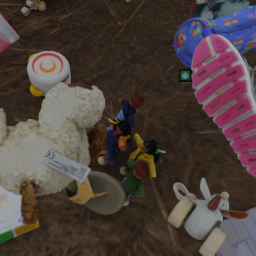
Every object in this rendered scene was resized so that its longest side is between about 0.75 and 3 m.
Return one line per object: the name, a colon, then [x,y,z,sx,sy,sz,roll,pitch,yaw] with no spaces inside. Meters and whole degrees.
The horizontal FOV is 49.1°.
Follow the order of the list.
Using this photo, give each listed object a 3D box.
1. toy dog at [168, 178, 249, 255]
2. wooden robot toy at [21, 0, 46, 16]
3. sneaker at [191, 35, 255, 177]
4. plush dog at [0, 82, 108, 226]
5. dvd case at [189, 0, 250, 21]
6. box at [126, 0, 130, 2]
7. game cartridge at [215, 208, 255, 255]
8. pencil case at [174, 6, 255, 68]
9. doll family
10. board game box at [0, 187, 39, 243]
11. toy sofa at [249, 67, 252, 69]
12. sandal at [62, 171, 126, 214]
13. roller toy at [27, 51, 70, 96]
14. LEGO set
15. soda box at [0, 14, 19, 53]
toy dog: [1.441,1.334,4.822,1.229,0.898,1.863,32,20,4]
wooden robot toy: [-3.710,-5.080,11.563,0.622,0.604,1.370,37,63,10]
sneaker: [1.774,-0.366,4.236,0.990,0.835,2.264,-20,79,-46]
plush dog: [-1.267,0.477,4.472,2.275,1.954,1.825,-14,78,2]
dvd case: [2.045,-2.819,6.107,1.344,1.842,0.203,-10,54,-7]
box: [-0.237,-3.810,6.804,1.328,0.809,0.316,39,71,-19]
game cartridge: [2.994,3.136,6.099,1.656,0.490,2.555,-19,58,-8]
pencil case: [1.910,-1.786,5.379,2.192,0.952,0.855,-24,86,-33]
doll family: [0.026,0.400,7.075,1.163,1.713,2.964,-7,55,-34]
board game box: [-3.554,1.601,7.050,2.000,0.527,2.614,-19,58,-13]
toy sofa: [3.437,-1.129,8.863,0.750,0.884,1.812,27,57,-12]
sandal: [-1.232,1.387,6.876,2.475,0.668,0.994,25,103,20]
roller toy: [-2.506,-1.691,9.000,1.267,0.970,1.389,-4,65,-9]
LEGO set: [2.367,-0.993,5.908,2.910,0.714,2.174,-9,9,-44]
soda box: [-2.927,-2.282,5.284,0.619,1.768,0.561,-42,49,-5]
